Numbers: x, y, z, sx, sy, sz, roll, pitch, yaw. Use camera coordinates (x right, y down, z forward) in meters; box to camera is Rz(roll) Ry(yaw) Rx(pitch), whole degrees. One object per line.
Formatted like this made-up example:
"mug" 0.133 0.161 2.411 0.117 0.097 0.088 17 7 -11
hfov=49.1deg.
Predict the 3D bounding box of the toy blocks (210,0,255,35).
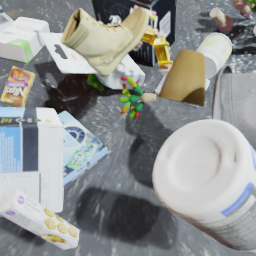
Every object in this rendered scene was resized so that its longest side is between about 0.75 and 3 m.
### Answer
"toy blocks" 5.368 -4.701 10.914 2.462 2.925 2.733 14 23 -46

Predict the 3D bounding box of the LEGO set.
"LEGO set" 0.587 -2.382 7.419 2.357 1.084 0.877 25 57 -29

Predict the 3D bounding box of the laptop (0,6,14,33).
"laptop" -6.351 -4.891 11.603 2.394 1.482 2.557 -33 57 -24

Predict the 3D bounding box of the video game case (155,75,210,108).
"video game case" 1.851 -1.397 9.486 1.499 0.172 1.366 21 52 17

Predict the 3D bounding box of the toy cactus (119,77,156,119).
"toy cactus" 0.173 -0.556 5.264 0.701 0.850 0.434 -2 17 7

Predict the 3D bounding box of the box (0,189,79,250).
"box" -0.992 1.104 3.267 0.223 1.151 0.239 -21 41 19

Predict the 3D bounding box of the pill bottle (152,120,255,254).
"pill bottle" 1.323 0.883 3.618 1.159 2.038 1.159 -27 42 27

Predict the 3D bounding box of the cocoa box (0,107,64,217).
"cocoa box" -1.943 0.440 4.911 1.400 1.423 2.134 0 11 -18

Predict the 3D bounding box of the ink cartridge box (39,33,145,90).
"ink cartridge box" -1.196 -2.148 9.174 2.895 0.726 2.348 -8 47 -33

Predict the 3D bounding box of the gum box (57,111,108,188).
"gum box" -1.795 0.536 7.668 1.624 0.426 1.912 -35 58 -26

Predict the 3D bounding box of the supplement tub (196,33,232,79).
"supplement tub" 2.912 -2.520 9.835 1.081 1.081 1.491 24 54 19

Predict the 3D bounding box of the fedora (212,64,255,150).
"fedora" 2.240 -0.267 5.189 0.948 1.856 2.099 -7 38 30

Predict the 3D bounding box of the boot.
"boot" -0.469 -2.129 5.957 1.751 1.361 0.637 -50 42 8

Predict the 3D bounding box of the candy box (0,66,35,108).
"candy box" -2.572 -0.947 6.566 0.502 0.243 0.860 18 87 -9

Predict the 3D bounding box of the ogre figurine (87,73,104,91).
"ogre figurine" -1.081 -1.651 9.542 0.585 0.479 0.976 14 64 -11

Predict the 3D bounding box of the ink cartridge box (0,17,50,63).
"ink cartridge box" -4.044 -3.427 10.819 1.318 0.761 1.811 15 51 12

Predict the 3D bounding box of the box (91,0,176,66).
"box" 0.230 -4.005 9.980 2.542 2.586 1.602 29 67 22

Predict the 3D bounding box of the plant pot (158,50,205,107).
"plant pot" 1.377 -1.189 6.646 1.105 1.186 1.105 12 6 -1
